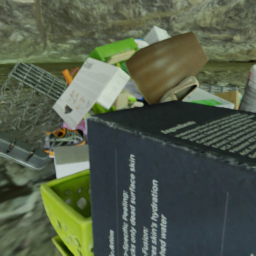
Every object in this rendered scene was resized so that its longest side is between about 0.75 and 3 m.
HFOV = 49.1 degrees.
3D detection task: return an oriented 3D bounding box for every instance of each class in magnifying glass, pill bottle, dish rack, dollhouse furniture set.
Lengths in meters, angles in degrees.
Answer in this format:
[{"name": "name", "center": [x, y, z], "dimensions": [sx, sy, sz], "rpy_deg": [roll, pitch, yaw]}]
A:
[{"name": "magnifying glass", "center": [-1.527, -1.019, 8.292], "dimensions": [0.167, 1.489, 0.593], "rpy_deg": [-17, 27, 17]}, {"name": "pill bottle", "center": [3.563, -0.549, 7.448], "dimensions": [1.159, 2.034, 1.159], "rpy_deg": [5, 31, -3]}, {"name": "pill bottle", "center": [0.174, -1.870, 9.157], "dimensions": [0.975, 1.750, 0.975], "rpy_deg": [4, -8, 1]}, {"name": "dish rack", "center": [-2.369, -0.387, 6.739], "dimensions": [1.821, 2.374, 0.648], "rpy_deg": [31, -37, -22]}, {"name": "dollhouse furniture set", "center": [0.204, -0.421, 6.319], "dimensions": [1.154, 2.989, 1.494], "rpy_deg": [-28, -2, -40]}]

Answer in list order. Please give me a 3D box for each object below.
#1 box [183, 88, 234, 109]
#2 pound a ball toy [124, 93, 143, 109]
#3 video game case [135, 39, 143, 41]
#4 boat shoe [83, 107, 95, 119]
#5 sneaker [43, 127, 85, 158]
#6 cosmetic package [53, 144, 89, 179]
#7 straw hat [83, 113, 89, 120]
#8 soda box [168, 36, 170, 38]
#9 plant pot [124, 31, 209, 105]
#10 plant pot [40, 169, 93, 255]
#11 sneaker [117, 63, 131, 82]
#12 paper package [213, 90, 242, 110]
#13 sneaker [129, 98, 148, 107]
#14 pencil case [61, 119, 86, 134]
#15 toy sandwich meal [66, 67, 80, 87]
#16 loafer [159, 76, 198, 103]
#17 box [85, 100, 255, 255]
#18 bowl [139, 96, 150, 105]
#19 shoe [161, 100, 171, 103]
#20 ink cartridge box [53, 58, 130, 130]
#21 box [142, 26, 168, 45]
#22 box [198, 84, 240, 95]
[{"name": "box", "center": [1.824, -0.573, 9.670], "dimensions": [2.266, 1.241, 2.568], "rpy_deg": [-8, 27, -24]}, {"name": "pound a ball toy", "center": [0.044, -0.640, 6.997], "dimensions": [0.491, 0.320, 0.752], "rpy_deg": [41, 14, 15]}, {"name": "video game case", "center": [0.450, -3.011, 10.573], "dimensions": [0.842, 0.105, 1.177], "rpy_deg": [-6, -13, -1]}, {"name": "boat shoe", "center": [-0.821, -0.601, 10.445], "dimensions": [2.505, 0.823, 0.895], "rpy_deg": [13, 17, 9]}, {"name": "sneaker", "center": [-1.819, 0.281, 8.226], "dimensions": [0.701, 0.692, 1.791], "rpy_deg": [4, 16, 19]}, {"name": "cosmetic package", "center": [-1.047, 0.780, 7.047], "dimensions": [1.561, 0.403, 1.177], "rpy_deg": [-5, 20, -16]}, {"name": "straw hat", "center": [-0.555, -0.036, 5.964], "dimensions": [0.470, 1.111, 1.111], "rpy_deg": [-26, 19, -1]}, {"name": "soda box", "center": [1.130, -2.159, 10.469], "dimensions": [0.825, 2.422, 0.771], "rpy_deg": [11, 44, -42]}, {"name": "plant pot", "center": [1.122, -1.698, 7.499], "dimensions": [1.831, 1.712, 1.712], "rpy_deg": [-31, 7, 20]}, {"name": "plant pot", "center": [-0.409, 1.331, 3.994], "dimensions": [1.241, 1.127, 1.235], "rpy_deg": [-13, 21, -37]}, {"name": "sneaker", "center": [-0.080, -1.956, 8.567], "dimensions": [0.546, 1.306, 0.484], "rpy_deg": [-11, -23, -1]}, {"name": "paper package", "center": [3.551, -0.751, 10.014], "dimensions": [0.955, 1.002, 0.518], "rpy_deg": [-5, -12, 42]}, {"name": "sneaker", "center": [0.322, -0.625, 8.136], "dimensions": [0.818, 0.309, 0.288], "rpy_deg": [27, 43, -36]}, {"name": "pencil case", "center": [-1.574, -0.063, 9.575], "dimensions": [1.331, 0.582, 0.582], "rpy_deg": [7, 18, 18]}, {"name": "toy sandwich meal", "center": [-1.675, -1.493, 9.838], "dimensions": [0.460, 1.344, 1.344], "rpy_deg": [9, 19, 30]}, {"name": "loafer", "center": [1.254, -0.812, 7.021], "dimensions": [0.421, 1.172, 0.369], "rpy_deg": [40, 18, -26]}, {"name": "box", "center": [0.899, 1.116, 2.518], "dimensions": [1.418, 2.376, 2.416], "rpy_deg": [-16, 23, -42]}, {"name": "bowl", "center": [0.626, -0.807, 8.989], "dimensions": [0.219, 1.116, 1.116], "rpy_deg": [17, 6, -31]}, {"name": "shoe", "center": [1.608, -0.114, 6.648], "dimensions": [1.289, 1.013, 2.834], "rpy_deg": [-15, -15, 12]}, {"name": "ink cartridge box", "center": [-0.726, -0.611, 5.030], "dimensions": [0.313, 1.235, 1.402], "rpy_deg": [36, 0, -34]}, {"name": "box", "center": [0.932, -2.714, 9.632], "dimensions": [0.564, 0.989, 1.075], "rpy_deg": [10, 53, -34]}, {"name": "box", "center": [3.674, -1.444, 12.835], "dimensions": [2.716, 0.667, 2.189], "rpy_deg": [9, 0, 29]}]
